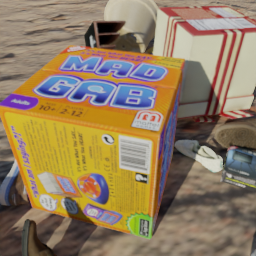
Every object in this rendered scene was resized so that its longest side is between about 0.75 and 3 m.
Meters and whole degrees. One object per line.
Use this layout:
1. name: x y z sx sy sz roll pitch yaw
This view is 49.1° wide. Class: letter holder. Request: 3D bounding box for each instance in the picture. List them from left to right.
1. letter holder: -0.689 -2.797 8.883 1.081 0.765 1.521 -10 6 -18

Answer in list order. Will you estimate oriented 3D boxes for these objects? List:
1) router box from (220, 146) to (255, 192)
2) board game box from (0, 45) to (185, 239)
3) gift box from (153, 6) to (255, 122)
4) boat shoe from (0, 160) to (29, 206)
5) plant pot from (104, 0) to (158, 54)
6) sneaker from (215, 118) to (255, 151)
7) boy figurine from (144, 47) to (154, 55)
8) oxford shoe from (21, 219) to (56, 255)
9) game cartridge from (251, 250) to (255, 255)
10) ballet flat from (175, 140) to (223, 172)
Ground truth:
1. router box: 2.864 0.980 6.464 1.260 0.391 0.944 15 41 18
2. board game box: -0.435 0.135 5.740 2.592 2.594 2.592 10 39 13
3. gift box: 2.362 -1.783 8.095 2.899 2.707 2.675 -4 39 -11
4. boat shoe: -2.206 0.947 6.377 0.674 0.673 1.863 8 49 3
5. plant pot: -0.004 -3.811 11.263 2.441 2.441 2.234 6 50 8
6. sneaker: 3.196 0.115 7.210 2.071 0.729 0.782 4 30 -2
7. boy figurine: 1.108 -3.021 11.491 0.881 0.457 1.418 12 39 14
8. oxford shoe: -1.433 2.010 4.534 0.516 1.222 0.444 -9 14 -15
9. game cartridge: 3.572 2.079 4.844 2.538 0.487 1.645 -27 42 -26
10. ballet flat: 1.771 0.566 6.952 0.492 0.492 1.372 -30 47 -32
